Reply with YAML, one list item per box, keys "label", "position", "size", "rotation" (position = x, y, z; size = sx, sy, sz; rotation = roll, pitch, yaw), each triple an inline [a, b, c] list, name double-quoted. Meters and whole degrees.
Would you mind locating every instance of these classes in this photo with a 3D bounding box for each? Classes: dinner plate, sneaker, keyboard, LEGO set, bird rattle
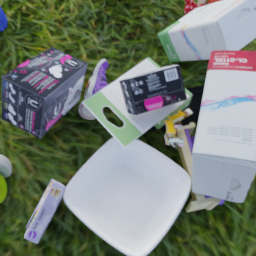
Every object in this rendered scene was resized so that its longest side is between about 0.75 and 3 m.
- label: "dinner plate"
  position: [-1.216, -0.603, 9.149]
  size: [0.802, 0.097, 0.802]
  rotation: [0, 64, 0]
- label: "sneaker"
  position: [-0.952, -1.489, 9.406]
  size: [0.763, 0.737, 1.828]
  rotation: [23, 60, -18]
- label: "keyboard"
  position: [1.338, -0.777, 9.102]
  size: [2.861, 0.367, 1.718]
  rotation: [-10, 65, -6]
- label: "LEGO set"
  position: [1.344, 0.015, 7.924]
  size: [0.685, 0.555, 1.490]
  rotation: [15, 43, 13]
- label: "bird rattle"
  position: [3.123, -4.383, 10.319]
  size: [2.139, 1.744, 1.205]
  rotation: [37, 48, 9]

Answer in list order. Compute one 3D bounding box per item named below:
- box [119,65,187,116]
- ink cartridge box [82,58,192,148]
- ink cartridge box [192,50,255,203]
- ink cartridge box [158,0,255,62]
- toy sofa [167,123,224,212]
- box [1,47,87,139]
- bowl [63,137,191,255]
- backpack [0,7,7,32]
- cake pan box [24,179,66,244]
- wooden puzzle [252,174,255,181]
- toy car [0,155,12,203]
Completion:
- label: "box"
  position: [0.653, -1.038, 7.657]
  size: [1.527, 0.876, 1.009]
  rotation: [-17, 100, -12]
- label: "ink cartridge box"
  position: [0.294, -0.746, 8.516]
  size: [2.726, 0.654, 1.984]
  rotation: [-38, 70, -17]
- label: "ink cartridge box"
  position: [2.307, -0.043, 6.587]
  size: [1.201, 2.113, 2.900]
  rotation: [8, 58, 18]
- label: "ink cartridge box"
  position: [2.647, -3.143, 9.006]
  size: [2.021, 2.781, 1.217]
  rotation: [-38, 113, -18]
- label: "toy sofa"
  position: [1.904, 1.069, 7.790]
  size: [1.128, 0.958, 2.312]
  rotation: [-10, 63, -4]
- label: "box"
  position: [-2.354, -1.069, 8.126]
  size: [1.321, 1.522, 2.303]
  rotation: [27, 40, 6]
- label: "bowl"
  position: [0.027, 1.738, 7.283]
  size: [2.640, 0.985, 2.636]
  rotation: [31, 61, 21]
- label: "backpack"
  position: [-5.241, -4.074, 10.561]
  size: [1.018, 0.827, 0.854]
  rotation: [-5, 65, -3]
- label: "cake pan box"
  position: [-2.031, 1.989, 6.848]
  size: [0.372, 1.311, 1.424]
  rotation: [29, 77, -10]
- label: "wooden puzzle"
  position: [3.239, 0.733, 7.951]
  size: [1.000, 0.173, 1.482]
  rotation: [5, 102, 5]
- label: "toy car"
  position: [-4.183, 1.373, 7.143]
  size: [1.542, 2.057, 1.800]
  rotation: [-23, 41, 26]
